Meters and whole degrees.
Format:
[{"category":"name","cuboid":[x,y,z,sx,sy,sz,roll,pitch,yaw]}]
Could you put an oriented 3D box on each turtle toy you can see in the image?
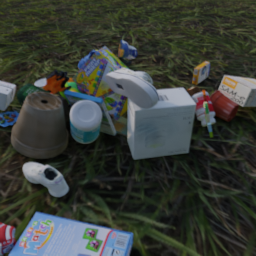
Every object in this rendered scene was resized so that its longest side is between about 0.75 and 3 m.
[{"category":"turtle toy","cuboid":[-2.162,-1.371,12.217,2.067,1.506,1.045,34,67,20]}]

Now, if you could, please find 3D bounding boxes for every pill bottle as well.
[{"category":"pill bottle","cuboid":[-1.544,-0.096,10.141,1.085,1.958,1.085,4,65,-8]},{"category":"pill bottle","cuboid":[3.153,-0.762,11.654,0.740,0.740,1.318,-12,78,-17]}]

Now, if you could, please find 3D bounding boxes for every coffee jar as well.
[{"category":"coffee jar","cuboid":[-3.607,-1.010,12.104,2.408,1.256,1.027,22,58,29]}]

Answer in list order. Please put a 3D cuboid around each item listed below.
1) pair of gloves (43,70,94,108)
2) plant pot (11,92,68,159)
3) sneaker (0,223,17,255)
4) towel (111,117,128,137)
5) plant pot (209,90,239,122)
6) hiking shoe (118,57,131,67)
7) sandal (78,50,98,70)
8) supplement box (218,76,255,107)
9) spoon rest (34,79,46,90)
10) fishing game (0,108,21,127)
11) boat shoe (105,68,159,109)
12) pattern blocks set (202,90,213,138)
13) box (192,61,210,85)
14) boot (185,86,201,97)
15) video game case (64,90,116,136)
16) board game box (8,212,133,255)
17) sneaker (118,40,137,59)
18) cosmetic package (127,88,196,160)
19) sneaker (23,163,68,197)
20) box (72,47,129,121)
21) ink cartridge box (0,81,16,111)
[{"category":"pair of gloves","cuboid":[-2.174,-1.299,10.598,1.855,2.082,0.257,-20,37,53]},{"category":"plant pot","cuboid":[-3.117,-0.241,10.164,2.086,1.810,2.086,12,33,-8]},{"category":"sneaker","cuboid":[-3.327,3.123,6.733,0.986,0.625,1.754,13,49,-6]},{"category":"towel","cuboid":[-0.203,-0.060,11.745,1.435,0.156,1.052,21,40,29]},{"category":"plant pot","cuboid":[4.120,-0.892,12.217,1.125,1.125,1.094,-28,52,-34]},{"category":"hiking shoe","cuboid":[-0.384,-4.090,17.123,1.212,0.610,0.459,-6,35,-8]},{"category":"sandal","cuboid":[-1.906,-3.338,13.619,1.349,0.536,0.588,-45,4,-2]},{"category":"supplement box","cuboid":[5.530,-1.644,12.825,2.435,0.895,1.535,-2,30,-35]},{"category":"spoon rest","cuboid":[-3.878,-2.253,14.481,2.059,0.624,1.023,14,37,17]},{"category":"fishing game","cuboid":[-5.303,-0.434,12.157,1.315,0.285,1.836,17,37,28]},{"category":"boat shoe","cuboid":[0.284,-1.465,9.209,1.001,1.017,2.868,-34,30,-15]},{"category":"pattern blocks set","cuboid":[2.703,-0.468,9.599,0.149,1.612,1.834,-10,-2,16]},{"category":"box","cuboid":[4.042,-3.045,15.378,0.310,0.891,1.497,23,40,30]},{"category":"boot","cuboid":[2.462,-1.263,12.601,1.311,0.918,2.446,-14,-2,42]},{"category":"video game case","cuboid":[-1.394,-0.526,10.711,1.569,2.193,0.195,16,62,21]},{"category":"board game box","cuboid":[-1.460,3.217,6.693,2.738,0.501,2.071,9,36,12]},{"category":"sneaker","cuboid":[0.017,-3.576,12.957,0.898,0.767,2.037,9,15,-5]},{"category":"cosmetic package","cuboid":[1.107,-0.137,10.096,2.117,2.123,1.305,-7,36,-9]},{"category":"sneaker","cuboid":[-2.662,1.418,8.901,1.907,0.950,0.714,20,45,29]},{"category":"box","cuboid":[-0.733,-1.986,11.822,2.408,1.525,2.500,43,17,-12]},{"category":"ink cartridge box","cuboid":[-5.865,-1.516,12.320,1.371,0.792,1.877,14,18,-16]}]
